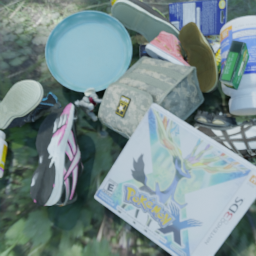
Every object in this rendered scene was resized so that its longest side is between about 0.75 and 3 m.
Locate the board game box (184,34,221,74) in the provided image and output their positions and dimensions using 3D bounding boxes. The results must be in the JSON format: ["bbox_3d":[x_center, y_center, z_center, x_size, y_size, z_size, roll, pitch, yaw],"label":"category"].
[{"bbox_3d":[2.830,-2.534,9.914,1.288,0.288,2.458,28,62,15],"label":"board game box"}]

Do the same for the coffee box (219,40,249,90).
[{"bbox_3d":[2.650,-1.491,6.941,0.349,1.585,0.975,20,102,24],"label":"coffee box"}]

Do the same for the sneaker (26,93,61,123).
[{"bbox_3d":[-2.675,-0.587,8.346,1.301,0.533,0.476,-27,19,1],"label":"sneaker"}]

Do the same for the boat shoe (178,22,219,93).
[{"bbox_3d":[2.229,-2.084,8.341,0.814,0.885,2.477,14,53,-40],"label":"boat shoe"}]

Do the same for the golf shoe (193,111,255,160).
[{"bbox_3d":[2.935,0.441,7.023,2.958,1.150,1.398,14,90,49],"label":"golf shoe"}]

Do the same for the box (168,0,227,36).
[{"bbox_3d":[2.439,-3.852,9.912,1.975,1.196,0.320,-3,22,6],"label":"box"}]

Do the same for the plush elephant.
[{"bbox_3d":[-1.086,-0.745,8.286,0.874,0.720,0.677,32,65,33],"label":"plush elephant"}]

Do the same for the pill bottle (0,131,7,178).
[{"bbox_3d":[-3.680,0.715,7.609,0.663,0.663,1.272,-4,57,-3],"label":"pill bottle"}]

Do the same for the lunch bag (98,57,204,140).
[{"bbox_3d":[0.474,-0.716,7.746,2.421,1.423,1.986,-43,41,-17],"label":"lunch bag"}]

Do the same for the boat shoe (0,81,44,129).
[{"bbox_3d":[-2.860,-0.584,7.617,0.751,2.413,0.900,2,69,-44],"label":"boat shoe"}]

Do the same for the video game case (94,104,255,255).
[{"bbox_3d":[1.082,1.338,6.333,2.943,0.324,2.683,33,99,11],"label":"video game case"}]

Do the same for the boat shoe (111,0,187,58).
[{"bbox_3d":[0.864,-3.481,9.514,2.942,1.049,0.886,31,47,-14],"label":"boat shoe"}]

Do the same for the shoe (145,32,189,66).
[{"bbox_3d":[1.359,-2.170,8.180,1.712,0.612,0.779,40,85,25],"label":"shoe"}]

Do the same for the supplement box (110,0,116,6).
[{"bbox_3d":[-0.202,-4.663,10.588,0.611,0.607,1.115,-23,73,-8],"label":"supplement box"}]

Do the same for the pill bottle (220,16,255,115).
[{"bbox_3d":[3.542,-1.767,8.363,1.481,1.481,2.644,1,81,1],"label":"pill bottle"}]

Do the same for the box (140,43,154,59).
[{"bbox_3d":[1.011,-2.102,9.085,1.266,1.256,0.315,-2,24,-1],"label":"box"}]

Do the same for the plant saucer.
[{"bbox_3d":[-1.225,-2.372,8.829,2.687,0.368,2.687,0,81,0],"label":"plant saucer"}]

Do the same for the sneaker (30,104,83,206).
[{"bbox_3d":[-1.702,0.735,7.327,1.086,1.168,2.705,-7,64,33],"label":"sneaker"}]
